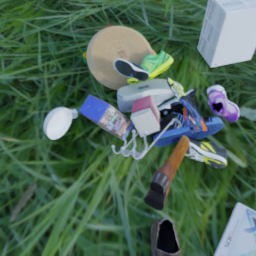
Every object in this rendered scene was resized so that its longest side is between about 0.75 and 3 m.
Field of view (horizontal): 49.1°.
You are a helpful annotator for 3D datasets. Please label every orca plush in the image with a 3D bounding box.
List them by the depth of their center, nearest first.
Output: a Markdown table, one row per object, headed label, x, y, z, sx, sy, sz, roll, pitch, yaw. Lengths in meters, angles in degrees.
| label | x | y | z | sx | sy | sz | roll | pitch | yaw |
| --- | --- | --- | --- | --- | --- | --- | --- | --- | --- |
| orca plush | 1.986 | -0.837 | 10.981 | 1.906 | 0.678 | 1.003 | -33 | 15 | -27 |

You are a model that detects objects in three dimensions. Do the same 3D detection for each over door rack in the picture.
| label | x | y | z | sx | sy | sz | roll | pitch | yaw |
| --- | --- | --- | --- | --- | --- | --- | --- | --- | --- |
| over door rack | 0.526 | 0.196 | 9.516 | 2.059 | 0.686 | 1.521 | -36 | 20 | -23 |

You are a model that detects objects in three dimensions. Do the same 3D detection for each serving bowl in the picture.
| label | x | y | z | sx | sy | sz | roll | pitch | yaw |
| --- | --- | --- | --- | --- | --- | --- | --- | --- | --- |
| serving bowl | -2.188 | -0.182 | 8.497 | 0.343 | 1.044 | 1.044 | 28 | 58 | 22 |

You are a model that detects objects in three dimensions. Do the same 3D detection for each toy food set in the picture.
| label | x | y | z | sx | sy | sz | roll | pitch | yaw |
| --- | --- | --- | --- | --- | --- | --- | --- | --- | --- |
| toy food set | -0.311 | -2.978 | 11.833 | 2.952 | 0.718 | 2.922 | -38 | 89 | -14 |

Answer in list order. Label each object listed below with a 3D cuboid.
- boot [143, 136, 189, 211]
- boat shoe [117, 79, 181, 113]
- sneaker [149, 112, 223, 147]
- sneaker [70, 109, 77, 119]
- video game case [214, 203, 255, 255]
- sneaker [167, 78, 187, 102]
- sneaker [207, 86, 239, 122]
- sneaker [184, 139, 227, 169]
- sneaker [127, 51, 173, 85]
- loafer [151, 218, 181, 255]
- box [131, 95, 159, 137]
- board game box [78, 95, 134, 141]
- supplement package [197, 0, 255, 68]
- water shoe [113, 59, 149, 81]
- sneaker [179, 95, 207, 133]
| label | x | y | z | sx | sy | sz | roll | pitch | yaw |
| --- | --- | --- | --- | --- | --- | --- | --- | --- | --- |
| boot | 1.036 | 1.214 | 7.441 | 0.579 | 1.591 | 1.690 | 20 | 50 | 23 |
| boat shoe | 0.807 | -1.198 | 10.818 | 2.759 | 0.983 | 0.963 | -14 | 40 | -25 |
| sneaker | 2.038 | -0.142 | 10.092 | 2.674 | 0.938 | 1.042 | -11 | 57 | -9 |
| sneaker | -2.477 | -0.534 | 10.798 | 1.022 | 0.385 | 0.452 | -5 | 41 | -12 |
| video game case | 3.738 | 3.455 | 7.766 | 2.217 | 0.244 | 2.021 | 27 | 57 | 19 |
| sneaker | 1.581 | -1.262 | 9.094 | 0.355 | 0.351 | 0.930 | -35 | 72 | 12 |
| sneaker | 3.324 | -0.677 | 9.887 | 0.693 | 1.723 | 0.762 | -20 | 41 | 40 |
| sneaker | 2.577 | 0.770 | 9.658 | 1.743 | 0.649 | 0.737 | 27 | 51 | 9 |
| sneaker | 0.777 | -2.373 | 11.213 | 2.115 | 0.783 | 0.884 | -33 | 79 | -16 |
| loafer | 0.991 | 3.514 | 7.323 | 0.902 | 0.877 | 2.470 | -5 | 53 | -4 |
| box | 0.606 | -0.428 | 9.507 | 0.698 | 0.820 | 1.282 | -21 | 26 | 17 |
| board game box | -0.722 | -0.339 | 9.503 | 1.171 | 1.468 | 0.711 | 28 | 84 | 42 |
| supplement package | 4.481 | -4.264 | 12.131 | 2.079 | 2.669 | 1.480 | -13 | 54 | -9 |
| water shoe | 0.070 | -2.124 | 10.190 | 1.461 | 0.522 | 0.577 | 23 | 25 | -25 |
| sneaker | 1.776 | -0.331 | 7.988 | 0.555 | 1.416 | 0.533 | -25 | 33 | 19 |
